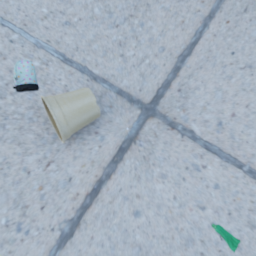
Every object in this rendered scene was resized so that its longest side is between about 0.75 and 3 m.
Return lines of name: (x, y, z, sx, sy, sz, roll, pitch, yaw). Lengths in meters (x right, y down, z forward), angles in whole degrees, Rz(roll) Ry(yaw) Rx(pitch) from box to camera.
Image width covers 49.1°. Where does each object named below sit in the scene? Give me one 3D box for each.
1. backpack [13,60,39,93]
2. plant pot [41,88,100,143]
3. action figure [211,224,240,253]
backpack: (-3.013, -1.539, 8.255, 0.749, 0.568, 0.898, -8, 87, -31)
plant pot: (-2.031, -0.629, 10.378, 1.707, 1.864, 1.864, -26, 77, -17)
action figure: (2.768, 3.098, 8.064, 0.884, 0.242, 0.522, 44, 40, 14)
